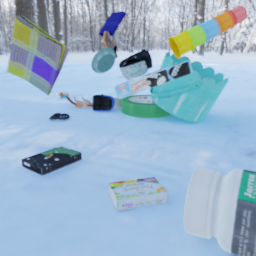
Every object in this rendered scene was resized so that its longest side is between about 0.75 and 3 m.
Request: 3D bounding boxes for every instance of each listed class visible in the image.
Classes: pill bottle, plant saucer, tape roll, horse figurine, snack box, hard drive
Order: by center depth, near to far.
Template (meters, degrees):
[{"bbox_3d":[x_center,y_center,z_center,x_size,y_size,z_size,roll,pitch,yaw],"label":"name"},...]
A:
[{"bbox_3d":[2.119,1.360,4.261,2.327,1.316,1.316,7,18,24],"label":"pill bottle"},{"bbox_3d":[0.194,1.381,5.969,1.085,0.287,0.772,-5,17,-16],"label":"snack box"},{"bbox_3d":[-2.078,0.878,7.704,0.939,0.254,1.344,13,21,36],"label":"hard drive"},{"bbox_3d":[0.653,-1.348,7.867,2.084,0.387,1.211,-19,10,4],"label":"snack box"},{"bbox_3d":[-0.732,-2.063,8.798,0.903,0.903,0.162,-14,50,-39],"label":"plant saucer"},{"bbox_3d":[0.978,-1.092,13.606,2.633,0.633,2.633,1,17,0],"label":"tape roll"},{"bbox_3d":[-2.406,-1.320,14.602,1.616,0.403,1.071,-2,32,-37],"label":"horse figurine"}]

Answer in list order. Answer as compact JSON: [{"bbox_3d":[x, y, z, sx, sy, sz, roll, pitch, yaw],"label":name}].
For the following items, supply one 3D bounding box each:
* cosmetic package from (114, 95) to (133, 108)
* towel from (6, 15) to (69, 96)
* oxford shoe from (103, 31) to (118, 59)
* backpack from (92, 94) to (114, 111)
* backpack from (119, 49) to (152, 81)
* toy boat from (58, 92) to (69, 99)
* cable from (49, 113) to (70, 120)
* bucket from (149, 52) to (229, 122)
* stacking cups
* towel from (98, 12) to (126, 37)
[{"bbox_3d":[-0.341,-1.392,14.667,1.376,0.503,0.712,-17,14,-42],"label":"cosmetic package"},{"bbox_3d":[-2.979,-2.195,8.934,1.766,2.459,0.280,33,47,-8],"label":"towel"},{"bbox_3d":[-0.769,-3.801,12.882,0.523,1.434,0.511,-15,-6,22],"label":"oxford shoe"},{"bbox_3d":[-1.176,-1.269,13.874,1.016,0.825,0.852,3,15,13],"label":"backpack"},{"bbox_3d":[0.326,-2.759,12.398,1.460,0.924,1.218,-20,26,15],"label":"backpack"},{"bbox_3d":[-4.003,-1.984,17.164,0.682,0.377,0.811,5,9,4],"label":"toy boat"},{"bbox_3d":[-3.019,-0.455,12.291,0.743,0.231,0.911,13,18,22],"label":"cable"},{"bbox_3d":[2.514,-1.762,12.032,3.082,2.005,3.082,19,24,-9],"label":"bucket"},{"bbox_3d":[2.498,-3.099,8.814,2.470,0.747,0.747,-30,21,-3],"label":"stacking cups"},{"bbox_3d":[-0.743,-4.993,13.551,1.023,1.386,0.343,15,-20,41],"label":"towel"}]
